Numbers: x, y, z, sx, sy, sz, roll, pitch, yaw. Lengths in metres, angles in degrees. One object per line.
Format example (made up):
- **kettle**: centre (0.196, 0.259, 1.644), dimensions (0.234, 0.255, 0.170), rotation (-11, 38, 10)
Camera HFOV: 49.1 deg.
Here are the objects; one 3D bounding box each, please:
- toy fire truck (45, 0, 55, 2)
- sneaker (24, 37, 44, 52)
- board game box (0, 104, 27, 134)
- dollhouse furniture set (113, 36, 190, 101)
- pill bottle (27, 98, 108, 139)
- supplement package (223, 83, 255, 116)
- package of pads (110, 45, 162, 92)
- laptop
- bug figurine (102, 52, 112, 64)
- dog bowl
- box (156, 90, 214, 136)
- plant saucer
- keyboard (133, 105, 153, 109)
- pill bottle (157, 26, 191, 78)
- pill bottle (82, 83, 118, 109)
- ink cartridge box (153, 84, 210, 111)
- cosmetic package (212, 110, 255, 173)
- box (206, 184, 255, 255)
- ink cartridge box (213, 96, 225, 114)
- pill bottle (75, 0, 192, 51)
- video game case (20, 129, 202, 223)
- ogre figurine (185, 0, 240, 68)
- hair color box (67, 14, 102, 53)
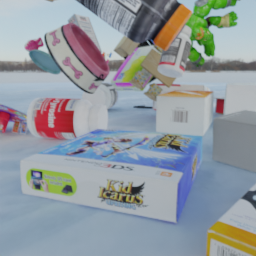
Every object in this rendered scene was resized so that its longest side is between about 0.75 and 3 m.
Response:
- **toy fire truck**: centre (-1.708, -3.159, 6.009), dimensions (1.623, 1.145, 0.396), rotation (-27, 4, -2)
- **sneaker**: centre (-3.345, -2.840, 9.723), dimensions (0.447, 0.412, 1.014), rotation (-9, 23, 17)
- **board game box**: centre (-4.336, -0.284, 8.686), dimensions (2.784, 0.542, 2.200), rotation (5, -16, 23)
- **dollhouse furniture set**: centre (0.769, -2.238, 9.143), dimensions (2.237, 1.961, 1.486), rotation (35, 1, -16)
- **pill bottle**: centre (-1.759, -0.271, 8.337), dimensions (2.154, 1.209, 1.209), rotation (3, 12, 12)
- **supplement package**: centre (4.476, -0.790, 9.943), dimensions (2.034, 1.564, 2.127), rotation (4, 11, 18)
- **package of pads**: centre (0.395, -2.311, 10.866), dimensions (1.524, 1.973, 0.673), rotation (10, -28, 50)
- **laptop**: centre (1.051, -3.194, 11.836), dimensions (2.115, 1.875, 1.092), rotation (-32, -12, -9)
- **bug figurine**: centre (-1.052, -3.306, 13.263), dimensions (0.216, 0.652, 0.840), rotation (31, 26, 23)
- **dog bowl**: centre (-1.057, -1.602, 6.270), dimensions (0.608, 1.648, 1.648), rotation (-34, 3, 17)
- **box**: centre (2.096, -0.626, 9.969), dimensions (1.581, 1.239, 2.541), rotation (5, 13, 21)
- **plant saucer**: centre (-2.720, -2.193, 9.242), dimensions (1.157, 0.158, 1.157), rotation (22, -21, 9)
- **keyboard**: centre (0.820, -1.184, 15.286), dimensions (1.061, 0.210, 0.552), rotation (4, 12, 22)
- **pill bottle**: centre (1.245, -1.999, 7.291), dimensions (0.691, 1.248, 0.691), rotation (16, -5, 1)
- **pill bottle**: centre (-1.374, -1.528, 13.981), dimensions (1.392, 1.392, 2.446), rotation (2, 11, 10)
- **ink cartridge box**: centre (2.511, -1.308, 12.690), dimensions (2.113, 1.226, 2.863), rotation (4, 7, 20)
- **cosmetic package**: centre (3.114, 0.349, 5.667), dimensions (1.347, 1.137, 2.521), rotation (-13, 20, -36)
- **box**: centre (2.161, 1.144, 3.285), dimensions (1.525, 0.531, 2.561), rotation (10, 13, 39)
- **ink cartridge box**: centre (5.070, -0.995, 12.844), dimensions (1.682, 0.803, 1.916), rotation (-10, 15, -41)
- **pill bottle**: centre (-0.005, -2.422, 5.131), dimensions (2.356, 1.251, 1.251), rotation (35, 13, -2)
- **video game case**: centre (-0.044, 0.627, 5.383), dimensions (2.597, 0.651, 2.865), rotation (5, 13, 20)
- **ogre figurine**: centre (2.661, -3.475, 9.984), dimensions (1.656, 1.355, 2.762), rotation (-2, -27, -31)
- **hair color box**: centre (-1.686, -3.559, 10.893), dimensions (0.477, 1.572, 0.778), rotation (-25, -8, 38)
